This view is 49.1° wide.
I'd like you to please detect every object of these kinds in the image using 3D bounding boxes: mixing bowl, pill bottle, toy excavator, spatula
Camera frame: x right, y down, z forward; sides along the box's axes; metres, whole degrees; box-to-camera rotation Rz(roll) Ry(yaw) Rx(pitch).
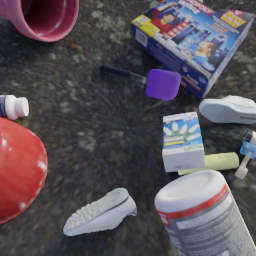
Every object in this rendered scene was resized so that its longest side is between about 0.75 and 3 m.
[{"bbox_3d":[-3.309,0.719,6.229,2.656,1.439,2.656,-1,61,1],"label":"mixing bowl"},{"bbox_3d":[-3.277,-0.510,7.334,1.189,0.660,0.660,-4,61,-2],"label":"pill bottle"},{"bbox_3d":[2.941,0.636,6.814,0.520,1.041,1.012,24,20,14],"label":"toy excavator"},{"bbox_3d":[0.188,-1.378,7.668,2.610,0.738,0.268,22,19,34],"label":"spatula"},{"bbox_3d":[1.521,2.063,5.090,1.335,1.335,2.305,-25,93,-13],"label":"pill bottle"}]

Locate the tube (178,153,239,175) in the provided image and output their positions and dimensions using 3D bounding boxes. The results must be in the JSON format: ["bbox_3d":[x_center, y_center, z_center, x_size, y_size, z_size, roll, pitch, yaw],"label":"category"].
[{"bbox_3d":[1.886,0.855,6.746,1.465,0.425,0.380,-6,83,-1],"label":"tube"}]

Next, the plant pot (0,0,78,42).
[{"bbox_3d":[-2.973,-3.913,8.530,1.980,2.213,2.213,24,63,29],"label":"plant pot"}]

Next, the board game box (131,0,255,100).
[{"bbox_3d":[2.154,-2.779,8.450,2.985,0.921,2.987,-37,67,-20],"label":"board game box"}]

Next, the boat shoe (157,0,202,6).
[{"bbox_3d":[1.743,-4.171,9.475,1.577,0.561,0.493,-16,24,-16],"label":"boat shoe"}]

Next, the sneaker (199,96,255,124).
[{"bbox_3d":[2.599,-0.520,7.289,1.776,0.649,0.629,9,47,-19],"label":"sneaker"}]

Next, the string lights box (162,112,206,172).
[{"bbox_3d":[1.222,0.269,6.310,0.828,0.475,1.611,-9,29,13],"label":"string lights box"}]

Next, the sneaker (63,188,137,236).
[{"bbox_3d":[-0.592,1.927,5.927,1.597,0.643,0.610,-27,21,2],"label":"sneaker"}]
